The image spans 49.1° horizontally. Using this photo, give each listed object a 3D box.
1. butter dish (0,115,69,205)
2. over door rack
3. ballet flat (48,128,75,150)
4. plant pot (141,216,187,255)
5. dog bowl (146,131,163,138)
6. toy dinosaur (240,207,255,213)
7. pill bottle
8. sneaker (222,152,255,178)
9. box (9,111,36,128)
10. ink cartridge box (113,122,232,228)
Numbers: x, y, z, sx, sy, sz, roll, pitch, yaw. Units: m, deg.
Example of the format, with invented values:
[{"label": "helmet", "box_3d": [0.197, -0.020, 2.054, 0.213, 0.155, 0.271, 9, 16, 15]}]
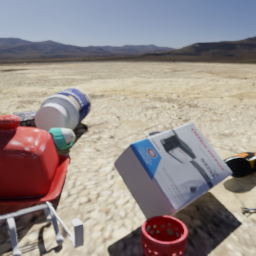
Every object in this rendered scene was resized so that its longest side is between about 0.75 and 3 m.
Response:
[{"label": "butter dish", "box_3d": [-3.002, 0.632, 7.218, 2.668, 1.972, 2.660, -1, 19, -4]}, {"label": "over door rack", "box_3d": [-1.899, 1.951, 4.738, 1.729, 0.780, 2.340, -9, -1, -28]}, {"label": "ballet flat", "box_3d": [-2.135, 0.309, 9.231, 0.729, 0.698, 2.072, -22, -4, -10]}, {"label": "plant pot", "box_3d": [0.618, 2.041, 4.876, 0.786, 0.716, 0.786, -1, 18, 0]}, {"label": "dog bowl", "box_3d": [1.175, 0.407, 10.647, 1.089, 0.319, 1.089, 1, 18, 0]}, {"label": "toy dinosaur", "box_3d": [3.191, 1.728, 6.275, 1.165, 0.612, 1.057, 12, 37, 2]}, {"label": "pill bottle", "box_3d": [-2.709, -0.687, 11.818, 1.641, 1.641, 2.957, 3, 18, 8]}, {"label": "sneaker", "box_3d": [3.317, 1.063, 8.327, 1.741, 0.609, 0.784, -6, 5, -21]}, {"label": "box", "box_3d": [-4.713, -0.421, 13.113, 1.203, 0.380, 1.526, -14, 22, -37]}, {"label": "ink cartridge box", "box_3d": [1.088, 0.965, 6.547, 2.285, 0.956, 1.658, -16, 64, -41]}]
